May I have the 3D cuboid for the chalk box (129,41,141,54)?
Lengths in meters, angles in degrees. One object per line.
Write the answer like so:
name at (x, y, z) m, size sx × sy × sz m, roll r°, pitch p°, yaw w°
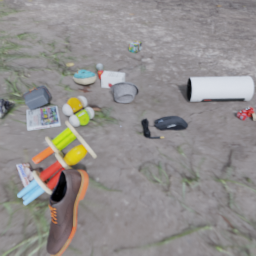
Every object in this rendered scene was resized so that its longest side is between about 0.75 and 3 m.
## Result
chalk box at (0.352, -4.581, 15.946) m, size 0.491 × 0.495 × 0.792 m, roll 23°, pitch 41°, yaw 28°

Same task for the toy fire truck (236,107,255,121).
toy fire truck at (4.720, -0.470, 10.609) m, size 1.019 × 0.248 × 0.719 m, roll -21°, pitch 43°, yaw -24°

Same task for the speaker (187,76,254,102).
speaker at (3.701, -1.589, 11.473) m, size 2.514 × 1.021 × 1.021 m, roll -1°, pitch 37°, yaw -1°

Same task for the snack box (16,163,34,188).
snack box at (-2.940, 1.392, 8.149) m, size 0.370 × 0.125 × 1.030 m, roll -11°, pitch 36°, yaw -32°

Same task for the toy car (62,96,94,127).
toy car at (-1.838, -0.541, 10.044) m, size 0.934 × 1.067 × 0.800 m, roll -35°, pitch 5°, yaw -32°

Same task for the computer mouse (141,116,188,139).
computer mouse at (1.319, -0.058, 9.932) m, size 1.702 × 0.392 × 1.195 m, roll 1°, pitch 36°, yaw 2°

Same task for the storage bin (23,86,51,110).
storage bin at (-3.525, -1.145, 10.762) m, size 0.961 × 0.699 × 0.645 m, roll -23°, pitch 37°, yaw 0°

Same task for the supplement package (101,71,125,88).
supplement package at (-0.675, -2.134, 12.565) m, size 0.960 × 0.582 × 0.575 m, roll 7°, pitch 38°, yaw 10°

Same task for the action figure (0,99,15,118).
action figure at (-4.987, -0.726, 10.433) m, size 1.437 × 0.733 × 0.854 m, roll -6°, pitch 10°, yaw -42°

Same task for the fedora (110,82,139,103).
fedora at (-0.166, -1.345, 11.250) m, size 1.217 × 1.076 × 0.549 m, roll -9°, pitch 60°, yaw 31°

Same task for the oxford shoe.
oxford shoe at (-1.543, 1.865, 6.254) m, size 0.707 × 1.986 × 0.720 m, roll 8°, pitch -10°, yaw 38°

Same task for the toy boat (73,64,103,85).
toy boat at (-1.764, -2.455, 12.785) m, size 1.523 × 0.708 × 1.280 m, roll -23°, pitch 25°, yaw -35°

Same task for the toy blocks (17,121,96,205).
toy blocks at (-2.203, 0.981, 7.958) m, size 2.234 × 0.811 × 1.862 m, roll -39°, pitch 37°, yaw -10°

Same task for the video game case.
video game case at (-3.204, -0.379, 10.555) m, size 1.163 × 0.147 × 1.276 m, roll -9°, pitch 36°, yaw -15°
